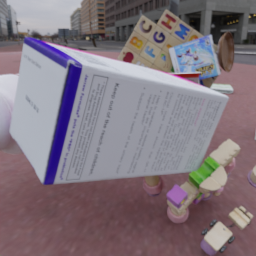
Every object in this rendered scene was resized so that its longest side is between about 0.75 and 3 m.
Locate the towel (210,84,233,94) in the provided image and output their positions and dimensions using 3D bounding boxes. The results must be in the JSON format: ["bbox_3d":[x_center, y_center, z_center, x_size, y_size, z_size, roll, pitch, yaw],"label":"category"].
[{"bbox_3d":[4.801,-2.061,14.728,1.276,0.263,1.711,7,18,14],"label":"towel"}]

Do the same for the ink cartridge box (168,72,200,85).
[{"bbox_3d":[0.996,-1.065,6.416,1.268,0.392,1.563,0,12,9],"label":"ink cartridge box"}]

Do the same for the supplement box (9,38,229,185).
[{"bbox_3d":[-0.048,-0.194,3.846,2.586,1.337,1.309,2,22,-38],"label":"supplement box"}]

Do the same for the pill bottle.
[{"bbox_3d":[-1.635,-0.288,4.771,1.265,1.265,2.255,9,16,24],"label":"pill bottle"}]

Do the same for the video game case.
[{"bbox_3d":[1.669,-1.688,7.087,1.083,0.982,0.246,-10,15,34],"label":"video game case"}]

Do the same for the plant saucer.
[{"bbox_3d":[2.494,-1.933,7.190,0.186,1.017,1.017,6,19,36],"label":"plant saucer"}]

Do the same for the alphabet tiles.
[{"bbox_3d":[1.136,-1.681,7.554,2.651,2.206,0.084,30,11,-14],"label":"alphabet tiles"}]

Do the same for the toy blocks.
[{"bbox_3d":[1.263,1.035,4.602,1.538,1.386,1.646,-38,57,-15],"label":"toy blocks"}]
